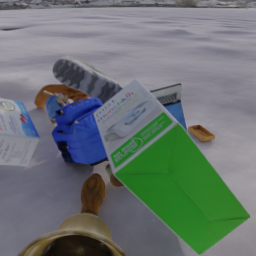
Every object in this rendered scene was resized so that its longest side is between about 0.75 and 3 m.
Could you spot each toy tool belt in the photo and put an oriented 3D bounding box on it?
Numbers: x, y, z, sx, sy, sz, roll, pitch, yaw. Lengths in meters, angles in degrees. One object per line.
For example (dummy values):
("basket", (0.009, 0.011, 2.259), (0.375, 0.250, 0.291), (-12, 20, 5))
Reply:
("toy tool belt", (-1.950, -0.495, 7.929), (0.926, 0.911, 1.482), (-43, 43, 4))

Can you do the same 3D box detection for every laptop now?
("laptop", (0.711, -0.282, 6.478), (1.217, 1.300, 0.753), (-15, 71, 3))

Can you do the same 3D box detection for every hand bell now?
("hand bell", (-0.667, 1.490, 4.631), (1.500, 1.500, 2.880), (-1, 15, -1))

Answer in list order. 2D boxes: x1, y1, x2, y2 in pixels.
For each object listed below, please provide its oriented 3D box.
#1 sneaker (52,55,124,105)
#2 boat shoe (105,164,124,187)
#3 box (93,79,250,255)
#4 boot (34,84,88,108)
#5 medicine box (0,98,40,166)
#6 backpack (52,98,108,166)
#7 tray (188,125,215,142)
("sneaker", (-0.799, -1.277, 7.912), (2.623, 0.980, 1.076), (35, 26, -23))
("boat shoe", (0.349, 0.776, 6.184), (1.692, 0.620, 0.530), (-11, 36, -20))
("box", (0.598, 0.573, 4.653), (1.085, 2.243, 1.979), (-39, 27, 6))
("boot", (-2.193, -0.889, 9.289), (1.766, 0.651, 1.367), (-36, 67, 6))
("medicine box", (-3.159, 0.018, 6.414), (1.698, 0.874, 1.546), (10, 30, -43))
("backpack", (-0.888, 0.090, 6.260), (1.374, 1.419, 1.691), (-34, 21, -26))
("tray", (2.057, 0.141, 7.895), (0.372, 0.140, 0.755), (-11, 27, -17))
